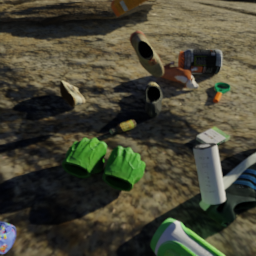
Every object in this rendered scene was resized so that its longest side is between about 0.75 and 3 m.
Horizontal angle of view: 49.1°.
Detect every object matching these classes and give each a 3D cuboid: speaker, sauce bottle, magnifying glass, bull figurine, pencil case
[{"bbox_3d":[1.626,3.003,6.099,2.300,1.017,1.017,29,46,34],"label":"speaker"},{"bbox_3d":[-0.202,-0.003,10.712,1.045,0.338,0.338,-23,42,-25],"label":"sauce bottle"},{"bbox_3d":[4.293,-1.670,13.097,0.736,0.207,1.850,17,38,21],"label":"magnifying glass"},{"bbox_3d":[2.598,-2.639,13.925,2.328,0.758,1.414,27,41,28],"label":"bull figurine"},{"bbox_3d":[1.853,1.046,6.391,0.538,1.324,0.538,-12,6,1],"label":"speaker"},{"bbox_3d":[-3.669,2.544,6.950,1.702,0.739,0.664,11,7,13],"label":"pencil case"}]

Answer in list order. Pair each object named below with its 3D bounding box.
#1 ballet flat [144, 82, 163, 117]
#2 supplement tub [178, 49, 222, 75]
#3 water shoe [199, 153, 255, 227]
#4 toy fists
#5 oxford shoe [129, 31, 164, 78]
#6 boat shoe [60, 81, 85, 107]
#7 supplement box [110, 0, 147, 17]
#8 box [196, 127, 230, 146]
[{"bbox_3d":[1.138,-1.385,12.242,0.831,0.710,2.500,1,37,2],"label":"ballet flat"},{"bbox_3d":[3.684,-3.424,14.515,2.080,1.274,1.274,3,37,2],"label":"supplement tub"},{"bbox_3d":[3.273,1.750,8.017,2.846,1.018,1.123,-29,63,-24],"label":"water shoe"},{"bbox_3d":[-0.737,1.092,8.814,2.551,0.877,1.300,14,47,15],"label":"toy fists"},{"bbox_3d":[0.780,-2.617,10.697,0.768,2.180,0.815,-35,39,13],"label":"oxford shoe"},{"bbox_3d":[-2.538,-1.546,12.556,0.617,0.685,1.898,-10,36,-32],"label":"boat shoe"},{"bbox_3d":[0.145,-4.946,10.782,1.628,0.560,0.542,-21,40,24],"label":"supplement box"},{"bbox_3d":[3.131,0.367,10.340,1.022,0.186,0.737,-23,43,-26],"label":"box"}]
